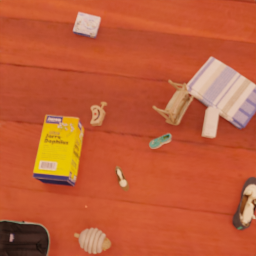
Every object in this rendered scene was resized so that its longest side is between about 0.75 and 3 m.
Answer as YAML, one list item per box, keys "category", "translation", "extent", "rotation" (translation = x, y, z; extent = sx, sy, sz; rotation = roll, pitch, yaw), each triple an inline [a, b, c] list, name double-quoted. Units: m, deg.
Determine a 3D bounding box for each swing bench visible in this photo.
- category: "swing bench"
  translation: [1.608, -0.798, 9.462]
  extent: [0.740, 1.141, 1.135]
  rotation: [23, 79, 42]

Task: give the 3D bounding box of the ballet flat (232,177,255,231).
- category: "ballet flat"
  translation: [3.812, 2.342, 8.768]
  extent: [0.666, 0.666, 1.822]
  rotation: [26, 72, 9]

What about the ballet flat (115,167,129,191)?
- category: "ballet flat"
  translation: [-0.220, 1.656, 9.173]
  extent: [0.294, 0.313, 0.866]
  rotation: [-20, 72, -3]

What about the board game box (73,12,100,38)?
- category: "board game box"
  translation: [-1.654, -4.109, 11.231]
  extent: [0.905, 0.196, 0.901]
  rotation: [13, 75, -2]

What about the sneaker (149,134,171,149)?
- category: "sneaker"
  translation: [1.093, 0.421, 9.597]
  extent: [0.844, 0.336, 0.327]
  rotation: [-27, 66, -9]

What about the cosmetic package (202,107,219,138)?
- category: "cosmetic package"
  translation: [2.821, -0.171, 9.602]
  extent: [0.396, 0.551, 0.976]
  rotation: [12, 86, 7]

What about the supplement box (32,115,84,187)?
- category: "supplement box"
  translation: [-2.192, 0.757, 9.066]
  extent: [1.113, 1.106, 2.033]
  rotation: [5, 70, 2]

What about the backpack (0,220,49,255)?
- category: "backpack"
  translation: [-3.075, 3.398, 8.004]
  extent: [1.541, 1.182, 1.355]
  rotation: [7, 58, -19]

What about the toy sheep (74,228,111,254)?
- category: "toy sheep"
  translation: [-1.065, 3.345, 8.317]
  extent: [1.130, 0.779, 0.779]
  rotation: [9, 71, 6]

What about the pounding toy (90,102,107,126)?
- category: "pounding toy"
  translation: [-1.124, -0.539, 9.831]
  extent: [0.510, 0.511, 0.891]
  rotation: [14, 74, 15]

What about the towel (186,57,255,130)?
- category: "towel"
  translation: [3.546, -1.317, 10.251]
  extent: [2.556, 0.304, 1.877]
  rotation: [37, 74, 11]
